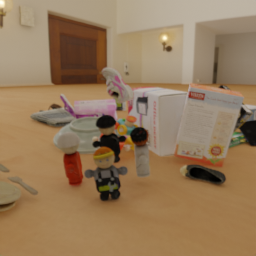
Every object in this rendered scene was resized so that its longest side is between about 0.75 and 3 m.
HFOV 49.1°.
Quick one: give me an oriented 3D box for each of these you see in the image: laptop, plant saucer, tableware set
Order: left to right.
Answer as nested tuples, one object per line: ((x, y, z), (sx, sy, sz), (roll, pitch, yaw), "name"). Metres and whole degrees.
((-3.264, 1.274, 6.027), (2.461, 0.493, 1.627), (18, 10, 40), "tableware set")
((-1.380, 0.113, 10.050), (2.589, 0.650, 2.589), (-1, 21, 0), "plant saucer")
((5.100, 0.228, 10.937), (1.807, 1.053, 2.039), (-9, 40, -3), "laptop")

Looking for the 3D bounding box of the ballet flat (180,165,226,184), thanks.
((1.809, 1.117, 6.836), (1.116, 0.371, 0.317), (7, 3, 27), "ballet flat")

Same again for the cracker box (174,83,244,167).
((2.175, -0.076, 7.789), (1.394, 2.081, 0.600), (13, 23, 8), "cracker box")

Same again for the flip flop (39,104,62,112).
((-4.105, -1.102, 16.259), (0.947, 0.672, 2.336), (11, 17, 41), "flip flop")

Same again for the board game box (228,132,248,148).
((3.564, 0.425, 10.383), (2.165, 0.254, 1.134), (-10, 13, -38), "board game box")

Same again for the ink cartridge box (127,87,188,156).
((0.952, -0.347, 9.749), (1.151, 1.984, 2.689), (-7, 13, -19), "ink cartridge box")

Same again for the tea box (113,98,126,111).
((-0.551, -1.534, 17.891), (0.800, 0.813, 0.543), (0, 12, 0), "tea box")

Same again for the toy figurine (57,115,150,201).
((-0.494, 0.579, 6.507), (1.885, 1.311, 1.856), (-24, 26, -39), "toy figurine")

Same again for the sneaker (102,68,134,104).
((-0.431, -1.319, 8.760), (0.598, 1.356, 0.551), (-34, -16, -24), "sneaker")

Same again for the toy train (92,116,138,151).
((-0.238, 0.061, 8.860), (1.687, 0.625, 2.246), (19, 24, -16), "toy train")

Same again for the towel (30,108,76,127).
((-3.160, -0.653, 14.518), (2.884, 0.498, 2.777), (-12, 17, -40), "towel")

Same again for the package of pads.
((-1.438, -0.721, 12.581), (1.883, 0.713, 1.135), (-3, -32, -2), "package of pads")

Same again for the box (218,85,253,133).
((2.807, -0.314, 8.665), (0.395, 1.603, 1.280), (4, 43, -39), "box")

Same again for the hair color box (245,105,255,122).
((5.728, -0.847, 14.889), (1.253, 0.767, 2.530), (-8, 15, -32), "hair color box")

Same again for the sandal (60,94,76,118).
((-2.874, -0.964, 13.127), (0.325, 1.322, 0.538), (-30, -11, -29), "sandal")
